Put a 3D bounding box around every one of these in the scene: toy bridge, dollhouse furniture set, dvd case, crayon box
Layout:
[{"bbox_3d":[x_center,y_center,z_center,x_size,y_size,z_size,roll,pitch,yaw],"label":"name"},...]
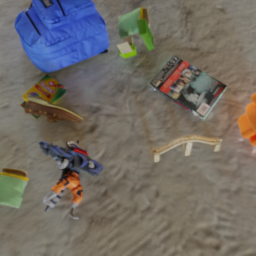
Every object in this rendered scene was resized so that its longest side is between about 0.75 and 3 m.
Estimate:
[{"bbox_3d":[1.868,0.565,8.814,2.258,0.759,0.307,-10,48,-5],"label":"toy bridge"},{"bbox_3d":[0.126,-3.854,10.488,1.337,1.025,2.041,-12,67,18],"label":"dollhouse furniture set"},{"bbox_3d":[2.152,-1.504,10.128,2.314,0.255,1.689,33,69,16],"label":"dvd case"},{"bbox_3d":[-4.209,1.581,8.268,2.248,0.868,1.123,8,65,4],"label":"dollhouse furniture set"},{"bbox_3d":[-3.021,-1.111,9.867,0.931,0.373,1.467,36,69,16],"label":"crayon box"}]

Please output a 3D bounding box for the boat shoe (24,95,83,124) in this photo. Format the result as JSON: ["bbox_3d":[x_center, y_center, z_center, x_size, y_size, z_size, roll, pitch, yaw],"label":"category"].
[{"bbox_3d":[-2.466,-0.471,9.291,1.915,0.689,0.647,20,88,-12],"label":"boat shoe"}]

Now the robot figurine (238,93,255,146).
[{"bbox_3d":[4.628,-0.451,8.353,1.514,2.596,1.867,-23,80,-55],"label":"robot figurine"}]

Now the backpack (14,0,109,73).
[{"bbox_3d":[-2.522,-3.615,10.011,2.867,2.406,2.330,-29,60,-10],"label":"backpack"}]

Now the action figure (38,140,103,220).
[{"bbox_3d":[-1.927,1.264,8.119,1.176,2.248,2.175,-21,45,38],"label":"action figure"}]
